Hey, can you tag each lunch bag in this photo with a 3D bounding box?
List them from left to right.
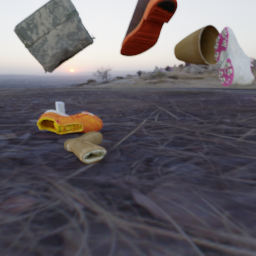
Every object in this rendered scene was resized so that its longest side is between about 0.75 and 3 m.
[{"bbox_3d":[-2.292,-2.922,8.914,2.062,1.730,1.437,-31,19,8],"label":"lunch bag"}]

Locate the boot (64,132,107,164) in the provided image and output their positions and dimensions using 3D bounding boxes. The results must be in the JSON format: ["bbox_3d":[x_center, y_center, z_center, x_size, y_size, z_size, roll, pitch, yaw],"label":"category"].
[{"bbox_3d":[-0.913,0.502,7.209,1.174,0.444,1.341,-21,19,-28],"label":"boot"}]

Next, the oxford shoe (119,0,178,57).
[{"bbox_3d":[0.530,-3.313,8.803,1.042,1.062,2.928,4,-24,-29],"label":"oxford shoe"}]

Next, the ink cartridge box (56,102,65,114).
[{"bbox_3d":[-3.683,-1.081,15.174,0.336,0.574,0.794,-5,12,-25],"label":"ink cartridge box"}]

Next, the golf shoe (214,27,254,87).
[{"bbox_3d":[3.377,-2.233,8.934,1.021,2.232,0.840,7,-24,-12],"label":"golf shoe"}]

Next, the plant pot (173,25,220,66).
[{"bbox_3d":[2.627,-3.108,11.045,1.491,1.491,1.600,-8,7,-37],"label":"plant pot"}]

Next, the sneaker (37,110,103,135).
[{"bbox_3d":[-2.024,-0.061,9.773,2.333,0.851,0.900,2,36,13],"label":"sneaker"}]
